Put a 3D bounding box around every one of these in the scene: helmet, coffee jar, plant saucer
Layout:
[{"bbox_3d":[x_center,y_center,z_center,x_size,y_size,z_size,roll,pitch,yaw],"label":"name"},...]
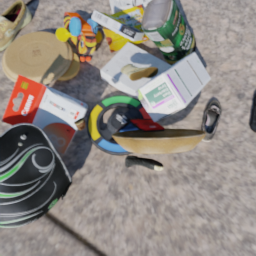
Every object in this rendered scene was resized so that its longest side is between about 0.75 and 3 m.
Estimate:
[{"bbox_3d":[-3.205,1.364,7.710,2.600,2.727,2.727,-32,66,-22],"label":"helmet"},{"bbox_3d":[1.563,-3.307,10.073,1.132,2.654,1.384,5,75,33],"label":"coffee jar"},{"bbox_3d":[0.850,0.357,7.870,2.632,2.632,0.466,-2,95,-1],"label":"plant saucer"}]

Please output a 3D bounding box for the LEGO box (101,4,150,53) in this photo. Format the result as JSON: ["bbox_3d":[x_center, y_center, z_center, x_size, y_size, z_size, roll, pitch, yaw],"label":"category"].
[{"bbox_3d":[-0.089,-4.063,11.456,1.855,0.716,1.381,-18,63,2],"label":"LEGO box"}]

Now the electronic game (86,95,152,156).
[{"bbox_3d":[-0.275,-0.137,9.662,2.326,0.484,2.326,0,62,0],"label":"electronic game"}]

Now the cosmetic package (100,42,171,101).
[{"bbox_3d":[0.410,-2.025,10.602,2.346,0.606,1.769,33,65,16],"label":"cosmetic package"}]

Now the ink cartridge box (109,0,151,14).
[{"bbox_3d":[0.217,-5.509,12.344,1.921,0.810,1.403,-11,62,-6],"label":"ink cartridge box"}]

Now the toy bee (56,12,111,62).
[{"bbox_3d":[-1.865,-3.503,10.997,1.909,1.585,2.917,3,28,-17],"label":"toy bee"}]

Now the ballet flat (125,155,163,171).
[{"bbox_3d":[0.437,1.013,7.693,1.298,0.431,0.369,7,95,43],"label":"ballet flat"}]

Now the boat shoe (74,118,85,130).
[{"bbox_3d":[-1.137,-0.083,6.785,0.275,0.763,0.258,-32,99,-10],"label":"boat shoe"}]

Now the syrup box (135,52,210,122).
[{"bbox_3d":[1.510,-1.366,8.830,1.156,1.118,2.840,57,39,-5],"label":"syrup box"}]

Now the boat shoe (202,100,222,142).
[{"bbox_3d":[2.945,-0.328,9.758,0.585,0.499,1.750,18,63,10],"label":"boat shoe"}]

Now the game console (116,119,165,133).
[{"bbox_3d":[0.386,0.086,8.690,1.145,0.679,0.986,-2,31,-48],"label":"game console"}]

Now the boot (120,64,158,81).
[{"bbox_3d":[0.355,-1.833,8.972,1.036,0.377,0.806,-19,35,-19],"label":"boot"}]

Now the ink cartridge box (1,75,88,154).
[{"bbox_3d":[-2.560,-0.362,8.466,2.177,1.765,0.546,23,23,-17],"label":"ink cartridge box"}]

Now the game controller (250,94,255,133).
[{"bbox_3d":[4.898,-0.505,9.998,0.921,0.372,1.765,24,64,-4],"label":"game controller"}]

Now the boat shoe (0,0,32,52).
[{"bbox_3d":[-5.129,-4.243,11.605,1.023,0.918,2.764,21,64,11],"label":"boat shoe"}]

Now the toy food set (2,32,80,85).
[{"bbox_3d":[-3.475,-2.715,10.929,2.799,0.681,2.771,-27,65,-14],"label":"toy food set"}]

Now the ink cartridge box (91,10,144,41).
[{"bbox_3d":[-0.267,-3.587,9.903,1.637,0.389,1.656,27,24,4],"label":"ink cartridge box"}]
